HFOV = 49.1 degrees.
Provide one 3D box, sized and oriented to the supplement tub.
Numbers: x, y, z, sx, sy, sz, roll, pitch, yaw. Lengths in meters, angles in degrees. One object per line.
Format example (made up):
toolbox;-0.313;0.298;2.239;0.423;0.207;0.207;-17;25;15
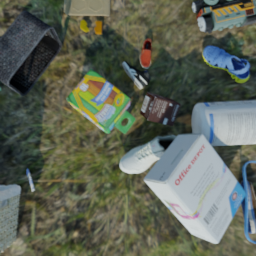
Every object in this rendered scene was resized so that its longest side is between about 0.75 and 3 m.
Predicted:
supplement tub;3.424;-0.149;9.480;2.279;1.503;1.503;-2;80;-1

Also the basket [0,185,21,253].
basket;-4.856;2.843;8.545;2.447;2.425;1.968;-2;85;-1

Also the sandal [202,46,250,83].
sandal;3.646;-2.434;10.202;1.961;0.854;0.779;30;84;7

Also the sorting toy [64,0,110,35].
sorting toy;-1.578;-4.744;10.886;1.749;0.314;2.347;2;80;-4

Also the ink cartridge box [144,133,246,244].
ink cartridge box;2.088;1.784;8.567;1.973;1.156;2.730;-48;111;-24

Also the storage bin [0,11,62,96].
storage bin;-3.624;-2.541;9.796;1.151;1.660;2.456;34;82;5

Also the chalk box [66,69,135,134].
chalk box;-0.777;-0.708;9.631;2.170;1.345;1.355;37;83;4

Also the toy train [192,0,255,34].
toy train;3.752;-4.461;10.466;2.622;1.117;1.494;-14;90;-2

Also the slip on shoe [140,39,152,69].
slip on shoe;0.686;-2.792;10.501;0.436;0.360;1.177;8;83;-1

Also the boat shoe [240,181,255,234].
boat shoe;4.234;2.628;9.499;0.641;0.639;1.770;-7;90;-6

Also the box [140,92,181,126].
box;1.077;-0.645;9.575;1.006;0.826;0.834;13;104;-21

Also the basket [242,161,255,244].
basket;5.139;2.393;8.788;2.894;2.013;2.552;4;77;5

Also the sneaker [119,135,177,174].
sneaker;0.743;0.769;9.453;2.313;1.149;0.901;-24;67;-7

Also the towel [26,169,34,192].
towel;-3.367;1.806;9.629;0.090;0.553;0.753;-16;78;-25

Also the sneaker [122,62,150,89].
sneaker;0.360;-2.069;10.377;0.663;0.433;1.185;-36;90;-9
